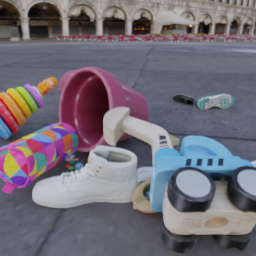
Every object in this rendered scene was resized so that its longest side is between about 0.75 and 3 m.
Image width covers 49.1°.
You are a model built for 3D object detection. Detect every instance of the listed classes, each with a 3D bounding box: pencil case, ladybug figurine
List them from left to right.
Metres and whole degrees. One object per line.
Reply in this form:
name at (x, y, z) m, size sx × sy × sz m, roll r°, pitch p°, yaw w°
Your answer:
pencil case at (-2.137, 0.592, 6.810) m, size 1.067 × 1.067 × 2.414 m, roll 7°, pitch 17°, yaw 17°
ladybug figurine at (0.580, 1.420, 5.843) m, size 1.103 × 0.397 × 0.748 m, roll -23°, pitch 46°, yaw -18°

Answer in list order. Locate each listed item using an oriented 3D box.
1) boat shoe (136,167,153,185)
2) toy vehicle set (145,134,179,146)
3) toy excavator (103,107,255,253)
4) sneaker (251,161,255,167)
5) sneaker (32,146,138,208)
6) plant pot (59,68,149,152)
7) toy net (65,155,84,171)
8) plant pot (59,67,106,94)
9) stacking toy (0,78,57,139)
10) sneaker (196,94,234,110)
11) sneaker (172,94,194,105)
boat shoe at (0.857, 1.199, 6.650) m, size 1.327 × 0.488 × 0.434 m, roll -5°, pitch 48°, yaw 5°
toy vehicle set at (0.890, 0.306, 9.096) m, size 0.843 × 0.180 × 1.356 m, roll -10°, pitch 23°, yaw -31°
toy excavator at (0.887, 0.688, 5.475) m, size 2.841 × 1.460 × 2.922 m, roll 1°, pitch 38°, yaw -1°
sneaker at (3.732, 1.137, 6.192) m, size 2.808 × 1.073 × 1.130 m, roll 5°, pitch 13°, yaw -4°
sneaker at (-0.921, 0.946, 5.896) m, size 2.292 × 1.325 × 0.844 m, roll -3°, pitch 36°, yaw -6°
plant pot at (-0.584, -0.482, 8.466) m, size 2.337 × 2.337 × 2.092 m, roll 19°, pitch 12°, yaw 40°
toy net at (-1.539, 0.958, 7.589) m, size 0.434 × 0.160 × 0.826 m, roll -21°, pitch 26°, yaw -26°
plant pot at (-1.710, -1.440, 10.736) m, size 1.940 × 1.940 × 1.736 m, roll -17°, pitch 30°, yaw -37°
stacking toy at (-3.437, -0.918, 9.354) m, size 2.597 × 1.425 × 1.507 m, roll -39°, pitch 23°, yaw -24°
sneaker at (3.825, -1.231, 12.497) m, size 1.709 × 0.663 × 0.779 m, roll -2°, pitch 18°, yaw -8°
sneaker at (2.544, -1.322, 12.997) m, size 1.030 × 0.385 × 0.547 m, roll 7°, pitch 20°, yaw 14°
